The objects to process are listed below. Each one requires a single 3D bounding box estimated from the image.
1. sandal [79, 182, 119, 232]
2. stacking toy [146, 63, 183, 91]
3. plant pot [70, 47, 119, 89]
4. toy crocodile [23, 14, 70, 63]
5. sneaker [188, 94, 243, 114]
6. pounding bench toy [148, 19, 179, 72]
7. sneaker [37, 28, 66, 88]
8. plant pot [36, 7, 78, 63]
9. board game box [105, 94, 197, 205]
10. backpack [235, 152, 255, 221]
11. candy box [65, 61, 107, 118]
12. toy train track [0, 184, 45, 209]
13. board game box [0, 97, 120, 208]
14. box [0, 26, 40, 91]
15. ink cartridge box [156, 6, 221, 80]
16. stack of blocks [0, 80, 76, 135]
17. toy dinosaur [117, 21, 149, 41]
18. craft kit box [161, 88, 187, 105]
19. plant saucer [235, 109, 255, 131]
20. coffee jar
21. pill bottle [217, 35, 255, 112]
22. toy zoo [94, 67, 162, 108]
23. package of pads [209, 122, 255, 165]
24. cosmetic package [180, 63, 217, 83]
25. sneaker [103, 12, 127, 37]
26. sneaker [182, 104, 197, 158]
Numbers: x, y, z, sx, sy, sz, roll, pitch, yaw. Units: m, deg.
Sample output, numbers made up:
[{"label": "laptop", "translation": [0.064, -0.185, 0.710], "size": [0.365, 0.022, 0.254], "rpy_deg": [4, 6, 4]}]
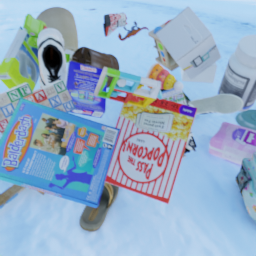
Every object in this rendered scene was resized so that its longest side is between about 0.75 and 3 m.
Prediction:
[{"label": "sandal", "translation": [-0.857, 2.065, 8.504], "size": [0.910, 0.612, 2.265], "rpy_deg": [8, 34, 11]}, {"label": "stacking toy", "translation": [1.053, -1.298, 7.675], "size": [1.023, 0.747, 0.747], "rpy_deg": [25, 41, 23]}, {"label": "plant pot", "translation": [-1.395, -2.449, 11.243], "size": [1.523, 1.523, 1.508], "rpy_deg": [27, 10, 34]}, {"label": "toy crocodile", "translation": [-3.032, -3.192, 10.495], "size": [0.821, 2.660, 0.898], "rpy_deg": [2, 70, 14]}, {"label": "sneaker", "translation": [3.236, -0.868, 10.324], "size": [1.961, 0.735, 0.828], "rpy_deg": [1, 7, 32]}, {"label": "pounding bench toy", "translation": [2.241, -3.802, 12.994], "size": [1.445, 1.815, 2.326], "rpy_deg": [-32, 44, -8]}, {"label": "sneaker", "translation": [-2.571, -1.757, 9.504], "size": [1.075, 2.915, 1.166], "rpy_deg": [-8, 37, -10]}, {"label": "plant pot", "translation": [-4.472, -5.892, 18.632], "size": [2.802, 2.802, 2.992], "rpy_deg": [-14, 63, -20]}, {"label": "board game box", "translation": [0.523, 0.455, 7.228], "size": [1.866, 2.464, 0.570], "rpy_deg": [16, -4, 14]}, {"label": "backpack", "translation": [4.290, 1.791, 8.061], "size": [1.889, 1.647, 2.149], "rpy_deg": [9, 40, 3]}, {"label": "candy box", "translation": [-1.353, -1.197, 8.870], "size": [1.292, 0.588, 1.528], "rpy_deg": [10, 68, -21]}, {"label": "toy train track", "translation": [-3.531, 2.075, 8.710], "size": [1.691, 0.480, 2.948], "rpy_deg": [28, 48, 25]}, {"label": "board game box", "translation": [-1.426, 0.492, 5.666], "size": [2.177, 0.490, 1.656], "rpy_deg": [18, 66, -5]}, {"label": "box", "translation": [-3.919, -2.480, 10.639], "size": [0.600, 1.536, 2.520], "rpy_deg": [0, 58, 17]}, {"label": "ink cartridge box", "translation": [2.331, -3.113, 10.616], "size": [1.509, 2.067, 1.516], "rpy_deg": [-36, 66, 16]}, {"label": "stack of blocks", "translation": [-2.442, -0.581, 7.071], "size": [1.897, 1.092, 0.556], "rpy_deg": [-28, 20, -18]}, {"label": "toy dinosaur", "translation": [0.084, -3.936, 11.532], "size": [1.118, 0.587, 1.014], "rpy_deg": [15, 61, 37]}, {"label": "craft kit box", "translation": [1.478, -0.857, 9.268], "size": [0.864, 0.853, 0.210], "rpy_deg": [-19, 1, -15]}, {"label": "plant saucer", "translation": [5.779, -0.360, 12.478], "size": [1.858, 0.255, 1.858], "rpy_deg": [1, 34, 0]}, {"label": "coffee jar", "translation": [1.922, -1.534, 13.355], "size": [1.442, 1.180, 2.766], "rpy_deg": [2, 34, -10]}, {"label": "pill bottle", "translation": [4.172, -1.889, 9.968], "size": [1.433, 2.519, 1.433], "rpy_deg": [0, 53, 0]}, {"label": "toy zoo", "translation": [0.060, -0.756, 5.634], "size": [1.347, 0.884, 0.138], "rpy_deg": [13, 63, -14]}, {"label": "package of pads", "translation": [4.346, 0.706, 10.266], "size": [2.445, 0.925, 1.473], "rpy_deg": [20, 41, 28]}, {"label": "cosmetic package", "translation": [4.069, -3.506, 16.390], "size": [1.818, 1.117, 1.812], "rpy_deg": [3, 34, 5]}, {"label": "sneaker", "translation": [-0.453, -3.621, 9.881], "size": [0.803, 0.500, 1.498], "rpy_deg": [-12, 1, -7]}, {"label": "sneaker", "translation": [1.716, 0.183, 8.106], "size": [0.623, 1.560, 1.015], "rpy_deg": [4, 33, -41]}]
